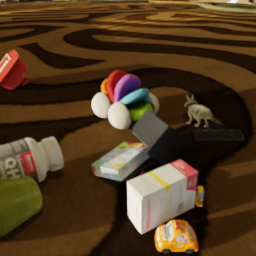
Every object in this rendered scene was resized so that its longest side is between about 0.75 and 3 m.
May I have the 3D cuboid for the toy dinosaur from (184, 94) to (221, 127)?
[{"bbox_3d":[2.945,-0.578,11.562,0.739,0.982,1.919,-20,36,-29],"label":"toy dinosaur"}]

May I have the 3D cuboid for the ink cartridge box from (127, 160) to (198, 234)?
[{"bbox_3d":[0.891,1.785,7.439,1.791,1.300,0.747,-18,34,-26],"label":"ink cartridge box"}]

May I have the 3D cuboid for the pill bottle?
[{"bbox_3d":[-3.343,1.127,8.393,2.564,1.419,1.419,-18,36,-26],"label":"pill bottle"}]

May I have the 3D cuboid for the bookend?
[{"bbox_3d":[0.829,0.187,9.012,2.207,1.017,2.193,32,8,-48],"label":"bookend"}]

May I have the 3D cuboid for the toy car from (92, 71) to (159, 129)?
[{"bbox_3d":[-0.108,-1.351,11.816,2.356,2.019,2.692,-23,39,-33],"label":"toy car"}]

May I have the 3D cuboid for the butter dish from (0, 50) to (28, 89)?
[{"bbox_3d":[-6.060,-2.842,14.868,2.056,1.520,2.051,-52,36,2],"label":"butter dish"}]

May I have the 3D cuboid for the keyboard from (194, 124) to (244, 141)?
[{"bbox_3d":[3.524,0.129,11.014,1.889,0.374,0.983,0,32,-2],"label":"keyboard"}]

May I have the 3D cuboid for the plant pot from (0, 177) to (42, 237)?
[{"bbox_3d":[-3.119,1.963,7.212,1.551,1.551,1.493,28,29,37],"label":"plant pot"}]

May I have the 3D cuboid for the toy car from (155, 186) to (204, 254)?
[{"bbox_3d":[1.385,2.217,7.311,1.071,0.727,2.184,10,34,14],"label":"toy car"}]

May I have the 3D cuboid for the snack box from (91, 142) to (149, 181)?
[{"bbox_3d":[-0.176,1.037,9.128,1.211,0.451,1.702,1,25,43],"label":"snack box"}]

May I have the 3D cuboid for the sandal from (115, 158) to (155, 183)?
[{"bbox_3d":[0.276,1.425,8.853,1.467,0.331,0.551,-25,17,-21],"label":"sandal"}]
